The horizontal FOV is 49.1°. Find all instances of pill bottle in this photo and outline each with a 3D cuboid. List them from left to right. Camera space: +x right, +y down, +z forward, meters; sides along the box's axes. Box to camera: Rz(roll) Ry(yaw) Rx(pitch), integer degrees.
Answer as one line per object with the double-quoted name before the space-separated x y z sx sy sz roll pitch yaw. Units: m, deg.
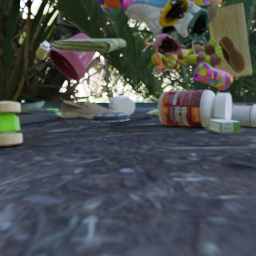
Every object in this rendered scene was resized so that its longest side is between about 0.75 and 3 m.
"pill bottle" -3.987 -3.625 13.130 0.439 0.439 0.803 -7 -31 -48
"pill bottle" -0.318 -1.091 14.078 1.065 1.065 1.878 -2 7 -14
"pill bottle" 2.234 -0.652 9.447 2.232 1.223 1.223 4 7 31
"pill bottle" 4.042 -0.417 9.517 1.382 0.757 0.757 5 8 40

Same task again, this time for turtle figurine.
"turtle figurine" 1.713 -2.214 8.892 2.281 0.911 2.828 -5 28 2

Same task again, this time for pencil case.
"pencil case" -0.621 -3.876 7.230 0.997 0.997 2.256 2 -10 14
"pencil case" 2.213 -1.324 7.316 1.199 0.530 0.530 11 -2 -41

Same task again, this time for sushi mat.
"sushi mat" 3.720 -3.104 10.284 1.255 2.623 0.159 -8 4 23

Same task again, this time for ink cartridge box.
"ink cartridge box" 2.755 -0.068 8.300 0.585 0.334 1.126 -1 6 -7

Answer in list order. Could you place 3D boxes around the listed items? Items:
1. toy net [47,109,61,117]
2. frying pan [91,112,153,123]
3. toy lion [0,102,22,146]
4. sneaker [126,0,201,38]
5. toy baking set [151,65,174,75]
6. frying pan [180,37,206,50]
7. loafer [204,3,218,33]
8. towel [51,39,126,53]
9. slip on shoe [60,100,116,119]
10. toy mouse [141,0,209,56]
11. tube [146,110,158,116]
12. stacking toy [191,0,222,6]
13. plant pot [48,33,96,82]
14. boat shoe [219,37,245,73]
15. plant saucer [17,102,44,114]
"toy net" -3.514 -0.850 15.123 0.974 0.359 1.857 2 6 19
"frying pan" -0.222 -0.440 11.617 2.670 0.435 1.615 -3 7 0
"toy lion" -3.649 0.006 6.096 2.659 0.913 2.549 -6 2 -41
"sneaker" 0.772 -3.011 7.884 2.423 1.050 0.908 22 7 42
"toy baking set" 1.395 -2.245 10.309 0.904 0.137 1.178 10 49 38
"frying pan" 2.684 -3.760 12.589 2.036 0.331 1.232 12 -37 -39
"loafer" 2.383 -3.393 8.604 0.383 1.122 0.424 13 45 -11
"towel" -1.308 -2.819 9.572 2.188 0.399 1.623 6 21 20
"slip on shoe" -1.875 -0.880 13.225 2.756 0.835 1.048 2 7 16
"toy mouse" 1.272 -2.351 6.846 1.749 1.968 0.381 31 26 -46
"tube" 1.878 -0.831 14.614 1.970 0.511 0.572 0 -34 50
"stacking toy" 2.236 -3.800 8.190 1.089 0.632 0.598 35 35 28
"plant pot" -2.141 -2.984 11.455 1.474 1.646 1.646 -49 29 -20
"boat shoe" 3.367 -2.350 9.123 0.452 1.283 0.451 -22 -9 -1
"plant saucer" -5.956 -1.159 16.660 2.062 0.397 2.062 -13 7 2
